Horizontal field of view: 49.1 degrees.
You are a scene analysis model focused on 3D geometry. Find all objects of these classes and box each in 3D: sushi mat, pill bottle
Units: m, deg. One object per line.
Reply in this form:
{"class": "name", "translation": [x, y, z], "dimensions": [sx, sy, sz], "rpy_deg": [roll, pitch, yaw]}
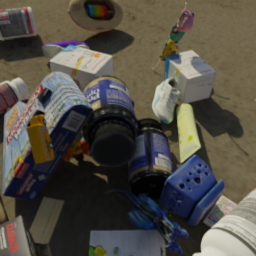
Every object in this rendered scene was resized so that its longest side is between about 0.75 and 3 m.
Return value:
{"class": "sushi mat", "translation": [-2.041, 2.277, 6.948], "dimensions": [0.577, 0.073, 1.206], "rpy_deg": [6, 45, 7]}
{"class": "pill bottle", "translation": [2.501, 2.468, 5.693], "dimensions": [2.708, 1.569, 1.569], "rpy_deg": [-30, 52, -25]}
{"class": "pill bottle", "translation": [-0.515, -0.236, 7.602], "dimensions": [1.451, 1.451, 2.595], "rpy_deg": [-5, 37, -5]}
{"class": "pill bottle", "translation": [-5.594, -4.879, 13.207], "dimensions": [2.284, 1.323, 1.323], "rpy_deg": [-12, 46, -13]}
{"class": "pill bottle", "translation": [0.580, 0.762, 7.673], "dimensions": [1.179, 1.179, 2.109], "rpy_deg": [0, 45, 0]}
{"class": "pill bottle", "translation": [-4.310, -1.047, 9.682], "dimensions": [0.907, 0.907, 1.588], "rpy_deg": [35, 55, 30]}

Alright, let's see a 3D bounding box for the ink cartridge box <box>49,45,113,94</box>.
{"class": "ink cartridge box", "translation": [-1.641, -1.979, 10.294], "dimensions": [1.848, 1.337, 1.360], "rpy_deg": [19, 47, 17]}

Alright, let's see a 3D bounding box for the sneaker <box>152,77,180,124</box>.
{"class": "sneaker", "translation": [1.322, -0.967, 9.527], "dimensions": [0.722, 0.762, 1.886], "rpy_deg": [27, 46, -24]}

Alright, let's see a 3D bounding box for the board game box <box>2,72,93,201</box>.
{"class": "board game box", "translation": [-2.557, -0.134, 7.839], "dimensions": [0.921, 2.986, 2.984], "rpy_deg": [24, 16, -39]}

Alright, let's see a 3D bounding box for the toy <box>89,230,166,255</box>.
{"class": "toy", "translation": [-0.028, 2.796, 6.201], "dimensions": [1.674, 0.395, 0.964], "rpy_deg": [1, 47, -1]}

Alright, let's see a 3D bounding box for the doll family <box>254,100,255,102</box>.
{"class": "doll family", "translation": [5.353, -0.765, 9.643], "dimensions": [1.830, 0.825, 1.136], "rpy_deg": [-3, 50, 22]}

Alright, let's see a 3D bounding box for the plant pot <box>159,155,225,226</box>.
{"class": "plant pot", "translation": [1.594, 1.595, 6.884], "dimensions": [1.194, 1.194, 1.074], "rpy_deg": [-34, 60, -30]}

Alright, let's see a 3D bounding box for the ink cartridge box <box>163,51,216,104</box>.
{"class": "ink cartridge box", "translation": [2.208, -1.877, 10.333], "dimensions": [1.171, 1.151, 1.591], "rpy_deg": [-16, 47, -15]}

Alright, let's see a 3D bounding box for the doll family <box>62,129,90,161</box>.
{"class": "doll family", "translation": [-1.905, 0.353, 8.209], "dimensions": [1.774, 0.799, 1.101], "rpy_deg": [24, 89, 23]}

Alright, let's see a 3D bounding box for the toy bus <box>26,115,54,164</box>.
{"class": "toy bus", "translation": [-1.994, 0.253, 6.310], "dimensions": [0.343, 1.053, 0.412], "rpy_deg": [-16, -2, 16]}

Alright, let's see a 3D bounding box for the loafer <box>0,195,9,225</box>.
{"class": "loafer", "translation": [-3.434, 1.874, 6.971], "dimensions": [0.544, 0.614, 1.614], "rpy_deg": [-20, 48, -26]}

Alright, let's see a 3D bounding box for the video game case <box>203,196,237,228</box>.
{"class": "video game case", "translation": [2.420, 2.219, 6.994], "dimensions": [0.683, 0.086, 0.953], "rpy_deg": [32, 54, 28]}

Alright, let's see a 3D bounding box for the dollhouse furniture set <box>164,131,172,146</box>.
{"class": "dollhouse furniture set", "translation": [1.063, 0.358, 8.412], "dimensions": [0.338, 0.763, 0.395], "rpy_deg": [-10, 80, -9]}

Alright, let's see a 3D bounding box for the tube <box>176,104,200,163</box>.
{"class": "tube", "translation": [1.837, 0.076, 8.710], "dimensions": [0.551, 0.616, 2.122], "rpy_deg": [-4, 42, 9]}

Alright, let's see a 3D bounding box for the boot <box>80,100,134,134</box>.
{"class": "boot", "translation": [-0.690, -0.189, 9.096], "dimensions": [1.921, 0.665, 1.672], "rpy_deg": [-7, 48, 2]}

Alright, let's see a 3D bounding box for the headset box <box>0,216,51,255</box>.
{"class": "headset box", "translation": [-2.731, 3.084, 5.091], "dimensions": [2.822, 1.090, 2.100], "rpy_deg": [-22, 33, -19]}

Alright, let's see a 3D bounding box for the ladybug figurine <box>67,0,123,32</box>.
{"class": "ladybug figurine", "translation": [-1.621, -5.526, 13.599], "dimensions": [2.811, 1.011, 1.908], "rpy_deg": [-7, 86, -27]}

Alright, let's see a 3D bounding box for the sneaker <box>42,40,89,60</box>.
{"class": "sneaker", "translation": [-2.712, -3.474, 12.339], "dimensions": [2.030, 0.706, 1.010], "rpy_deg": [-1, 39, -7]}

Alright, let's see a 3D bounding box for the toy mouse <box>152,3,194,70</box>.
{"class": "toy mouse", "translation": [1.996, -3.729, 10.720], "dimensions": [0.547, 2.828, 2.513], "rpy_deg": [26, 72, -4]}

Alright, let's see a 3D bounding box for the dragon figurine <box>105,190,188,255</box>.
{"class": "dragon figurine", "translation": [0.396, 1.896, 6.300], "dimensions": [2.185, 1.086, 0.643], "rpy_deg": [34, 87, 16]}
